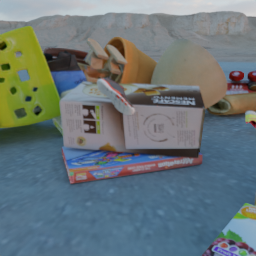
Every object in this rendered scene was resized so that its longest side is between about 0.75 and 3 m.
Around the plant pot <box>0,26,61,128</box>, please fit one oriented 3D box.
[{"bbox_3d":[-3.523,-1.060,7.469,2.231,2.447,2.459,-28,18,-36],"label":"plant pot"}]

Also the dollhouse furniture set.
[{"bbox_3d":[-1.116,-1.934,10.221,2.605,2.393,1.695,3,43,-46],"label":"dollhouse furniture set"}]

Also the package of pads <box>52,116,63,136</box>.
[{"bbox_3d":[-1.296,-0.322,8.583,1.836,0.626,1.419,-8,20,-25],"label":"package of pads"}]

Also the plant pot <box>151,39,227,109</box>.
[{"bbox_3d":[1.768,-1.430,9.517,1.716,2.556,2.556,-42,29,-11],"label":"plant pot"}]

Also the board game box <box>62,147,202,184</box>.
[{"bbox_3d":[0.035,0.602,6.121,2.771,0.270,1.427,-5,16,-17],"label":"board game box"}]

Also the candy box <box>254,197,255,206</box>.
[{"bbox_3d":[3.023,1.169,3.538,1.339,0.648,2.295,-13,20,-37],"label":"candy box"}]

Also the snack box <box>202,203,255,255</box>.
[{"bbox_3d":[1.807,1.493,2.708,1.829,0.485,1.301,14,21,39],"label":"snack box"}]

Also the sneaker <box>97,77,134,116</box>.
[{"bbox_3d":[-0.152,-0.616,5.018,0.885,0.341,0.363,46,56,9],"label":"sneaker"}]

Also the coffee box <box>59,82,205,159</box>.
[{"bbox_3d":[0.152,-0.269,6.236,2.831,1.129,1.619,4,25,9],"label":"coffee box"}]

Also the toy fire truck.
[{"bbox_3d":[5.583,-1.823,13.324,2.021,1.133,1.697,5,41,17],"label":"toy fire truck"}]

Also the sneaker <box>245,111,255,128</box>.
[{"bbox_3d":[3.764,-0.147,8.025,0.904,0.408,0.353,20,-20,5],"label":"sneaker"}]

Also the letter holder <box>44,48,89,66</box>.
[{"bbox_3d":[-2.259,-2.487,12.580,2.859,2.032,1.438,3,10,-28],"label":"letter holder"}]

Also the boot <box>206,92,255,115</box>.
[{"bbox_3d":[4.728,-0.866,10.079,2.905,0.961,2.544,-5,4,-21],"label":"boot"}]

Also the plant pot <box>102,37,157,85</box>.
[{"bbox_3d":[0.036,-1.928,11.081,1.934,2.763,2.763,11,9,-29],"label":"plant pot"}]

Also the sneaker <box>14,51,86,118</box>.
[{"bbox_3d":[-2.578,-1.308,8.093,2.779,1.546,1.067,-14,16,20],"label":"sneaker"}]
